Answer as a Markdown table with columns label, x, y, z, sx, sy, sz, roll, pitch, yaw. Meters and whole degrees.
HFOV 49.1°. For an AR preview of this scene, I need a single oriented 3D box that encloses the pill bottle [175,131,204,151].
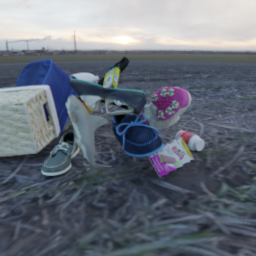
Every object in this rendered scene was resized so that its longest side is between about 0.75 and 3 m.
| label | x | y | z | sx | sy | sz | roll | pitch | yaw |
| --- | --- | --- | --- | --- | --- | --- | --- | --- | --- |
| pill bottle | 2.266 | 0.491 | 10.294 | 0.569 | 0.569 | 1.014 | -12 | 22 | -34 |

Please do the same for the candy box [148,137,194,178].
| label | x | y | z | sx | sy | sz | roll | pitch | yaw |
| --- | --- | --- | --- | --- | --- | --- | --- | --- | --- |
| candy box | 1.212 | 0.840 | 8.066 | 1.109 | 0.756 | 0.338 | -29 | -4 | -4 |

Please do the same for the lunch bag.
| label | x | y | z | sx | sy | sz | roll | pitch | yaw |
| --- | --- | --- | --- | --- | --- | --- | --- | --- | --- |
| lunch bag | -3.307 | -0.973 | 11.100 | 1.983 | 2.919 | 1.931 | 4 | -22 | 37 |

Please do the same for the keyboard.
| label | x | y | z | sx | sy | sz | roll | pitch | yaw |
| --- | --- | --- | --- | --- | --- | --- | --- | --- | --- |
| keyboard | -0.629 | -2.457 | 12.527 | 0.229 | 1.410 | 2.220 | 40 | 56 | 4 |

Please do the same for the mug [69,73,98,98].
| label | x | y | z | sx | sy | sz | roll | pitch | yaw |
| --- | --- | --- | --- | --- | --- | --- | --- | --- | --- |
| mug | -1.833 | -1.949 | 12.144 | 1.312 | 0.968 | 1.150 | -14 | 8 | 45 |

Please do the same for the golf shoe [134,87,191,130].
| label | x | y | z | sx | sy | sz | roll | pitch | yaw |
| --- | --- | --- | --- | --- | --- | --- | --- | --- | --- |
| golf shoe | 1.282 | -0.586 | 9.256 | 1.292 | 1.064 | 2.824 | -1 | -14 | -27 |

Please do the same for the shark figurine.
| label | x | y | z | sx | sy | sz | roll | pitch | yaw |
| --- | --- | --- | --- | --- | --- | --- | --- | --- | --- |
| shark figurine | -0.940 | 0.169 | 7.323 | 0.947 | 2.270 | 1.356 | -19 | 8 | -9 |

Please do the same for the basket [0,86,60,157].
| label | x | y | z | sx | sy | sz | roll | pitch | yaw |
| --- | --- | --- | --- | --- | --- | --- | --- | --- | --- |
| basket | -4.082 | -0.205 | 9.417 | 2.894 | 1.962 | 1.785 | -5 | 20 | 8 |

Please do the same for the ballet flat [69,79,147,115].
| label | x | y | z | sx | sy | sz | roll | pitch | yaw |
| --- | --- | --- | --- | --- | --- | --- | --- | --- | --- |
| ballet flat | -0.694 | -0.865 | 8.443 | 2.483 | 0.907 | 0.907 | 12 | 19 | 8 |

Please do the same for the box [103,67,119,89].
| label | x | y | z | sx | sy | sz | roll | pitch | yaw |
| --- | --- | --- | --- | --- | --- | --- | --- | --- | --- |
| box | -0.663 | -1.875 | 10.894 | 0.269 | 1.114 | 0.653 | 31 | -39 | -30 |

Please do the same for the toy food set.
| label | x | y | z | sx | sy | sz | roll | pitch | yaw |
| --- | --- | --- | --- | --- | --- | --- | --- | --- | --- |
| toy food set | -2.205 | -1.211 | 12.572 | 2.863 | 0.575 | 1.976 | -33 | 59 | -28 |

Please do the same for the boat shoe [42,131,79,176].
| label | x | y | z | sx | sy | sz | roll | pitch | yaw |
| --- | --- | --- | --- | --- | --- | --- | --- | --- | --- |
| boat shoe | -2.186 | 0.773 | 9.102 | 0.880 | 0.746 | 2.416 | 2 | 18 | 7 |

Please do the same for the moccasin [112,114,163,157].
| label | x | y | z | sx | sy | sz | roll | pitch | yaw |
| --- | --- | --- | --- | --- | --- | --- | --- | --- | --- |
| moccasin | 0.027 | 0.098 | 8.849 | 1.188 | 1.007 | 2.952 | -27 | 21 | -19 |
